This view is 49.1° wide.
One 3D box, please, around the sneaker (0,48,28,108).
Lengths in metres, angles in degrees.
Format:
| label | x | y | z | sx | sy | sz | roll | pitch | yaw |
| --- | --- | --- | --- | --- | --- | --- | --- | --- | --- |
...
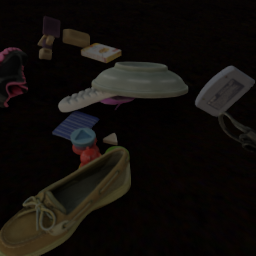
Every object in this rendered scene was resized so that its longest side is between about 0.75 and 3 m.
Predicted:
| label | x | y | z | sx | sy | sz | roll | pitch | yaw |
| --- | --- | --- | --- | --- | --- | --- | --- | --- | --- |
| sneaker | -3.779 | -1.576 | 9.018 | 1.388 | 1.150 | 2.911 | 22 | 38 | -6 |

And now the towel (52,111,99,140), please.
| label | x | y | z | sx | sy | sz | roll | pitch | yaw |
| --- | --- | --- | --- | --- | --- | --- | --- | --- | --- |
| towel | -1.392 | -0.046 | 7.552 | 0.808 | 0.133 | 1.117 | 18 | 42 | 19 |

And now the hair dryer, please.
| label | x | y | z | sx | sy | sz | roll | pitch | yaw |
| --- | --- | --- | --- | --- | --- | --- | --- | --- | --- |
| hair dryer | 1.544 | 0.560 | 2.428 | 1.307 | 0.466 | 1.716 | 14 | 24 | -43 |

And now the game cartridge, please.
| label | x | y | z | sx | sy | sz | roll | pitch | yaw |
| --- | --- | --- | --- | --- | --- | --- | --- | --- | --- |
| game cartridge | 1.742 | -0.667 | 5.174 | 0.650 | 0.976 | 0.200 | 23 | 39 | -25 |

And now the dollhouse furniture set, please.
| label | x | y | z | sx | sy | sz | roll | pitch | yaw |
| --- | --- | --- | --- | --- | --- | --- | --- | --- | --- |
| dollhouse furniture set | -2.778 | -3.384 | 11.958 | 2.081 | 1.649 | 1.477 | 6 | -11 | -30 |

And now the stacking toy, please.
| label | x | y | z | sx | sy | sz | roll | pitch | yaw |
| --- | --- | --- | --- | --- | --- | --- | --- | --- | --- |
| stacking toy | -0.669 | 0.408 | 6.511 | 1.244 | 0.581 | 1.375 | -14 | 41 | -18 |

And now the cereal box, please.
| label | x | y | z | sx | sy | sz | roll | pitch | yaw |
| --- | --- | --- | --- | --- | --- | --- | --- | --- | --- |
| cereal box | -1.096 | -3.070 | 11.417 | 1.352 | 0.267 | 0.973 | 22 | 42 | 27 |

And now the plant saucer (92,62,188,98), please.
| label | x | y | z | sx | sy | sz | roll | pitch | yaw |
| --- | --- | --- | --- | --- | --- | --- | --- | --- | --- |
| plant saucer | 0.367 | -1.523 | 8.299 | 2.864 | 0.719 | 2.864 | 3 | 19 | -1 |

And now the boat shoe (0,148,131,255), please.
| label | x | y | z | sx | sy | sz | roll | pitch | yaw |
| --- | --- | --- | --- | --- | --- | --- | --- | --- | --- |
| boat shoe | -1.078 | 1.272 | 5.135 | 2.763 | 0.869 | 1.008 | -25 | 44 | -29 |

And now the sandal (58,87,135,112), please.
| label | x | y | z | sx | sy | sz | roll | pitch | yaw |
| --- | --- | --- | --- | --- | --- | --- | --- | --- | --- |
| sandal | -0.538 | -0.896 | 8.245 | 2.951 | 0.725 | 1.201 | -15 | 22 | 1 |
